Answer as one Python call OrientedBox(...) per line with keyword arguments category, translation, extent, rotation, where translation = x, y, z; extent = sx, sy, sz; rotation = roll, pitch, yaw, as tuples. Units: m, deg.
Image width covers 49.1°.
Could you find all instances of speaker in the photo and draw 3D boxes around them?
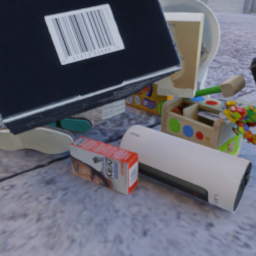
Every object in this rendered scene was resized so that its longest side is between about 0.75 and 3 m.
OrientedBox(category="speaker", translation=(1.279, 0.861, 6.664), extent=(2.963, 1.203, 1.203), rotation=(19, 33, 30))

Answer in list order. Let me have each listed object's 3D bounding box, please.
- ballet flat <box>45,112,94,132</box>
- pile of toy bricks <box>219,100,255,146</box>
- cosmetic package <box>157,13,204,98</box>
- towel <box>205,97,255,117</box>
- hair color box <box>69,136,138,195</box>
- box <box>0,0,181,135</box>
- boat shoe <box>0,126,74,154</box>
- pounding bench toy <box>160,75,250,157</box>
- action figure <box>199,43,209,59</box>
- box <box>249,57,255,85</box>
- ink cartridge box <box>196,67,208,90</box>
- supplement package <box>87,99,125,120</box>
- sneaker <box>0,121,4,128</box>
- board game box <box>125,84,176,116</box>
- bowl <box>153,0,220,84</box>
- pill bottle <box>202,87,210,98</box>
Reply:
OrientedBox(category="ballet flat", translation=(-2.279, -0.346, 9.368), extent=(2.374, 0.808, 0.798), rotation=(11, 38, -1))
OrientedBox(category="pile of toy bricks", translation=(2.461, -0.212, 5.723), extent=(0.608, 1.231, 0.683), rotation=(-24, 39, 43))
OrientedBox(category="cosmetic package", translation=(0.989, -1.391, 5.459), extent=(0.803, 1.526, 0.542), rotation=(7, 37, 17))
OrientedBox(category="towel", translation=(4.099, -0.683, 10.608), extent=(1.891, 0.327, 1.820), rotation=(17, 29, 32))
OrientedBox(category="hair color box", translation=(-0.605, 0.899, 6.881), extent=(1.673, 0.928, 0.535), rotation=(15, 31, 27))
OrientedBox(category="box", translation=(-1.047, -1.109, 4.987), extent=(2.738, 1.697, 2.691), rotation=(-20, 1, -20))
OrientedBox(category="boat shoe", translation=(-2.689, 0.233, 8.241), extent=(2.428, 0.872, 0.723), rotation=(0, 31, 12))
OrientedBox(category="pounding bench toy", translation=(1.981, -0.387, 7.618), extent=(1.553, 2.499, 1.949), rotation=(-24, 37, -38))
OrientedBox(category="action figure", translation=(0.794, -2.240, 6.690), extent=(2.646, 0.918, 1.722), rotation=(17, -4, -14))
OrientedBox(category="box", translation=(3.384, -0.553, 5.830), extent=(0.927, 2.152, 1.762), rotation=(-19, 8, 30))
OrientedBox(category="ink cartridge box", translation=(1.817, -1.554, 8.499), extent=(0.990, 0.580, 1.370), rotation=(23, -5, 14))
OrientedBox(category="supplement package", translation=(-0.997, -1.046, 10.648), extent=(1.130, 0.804, 1.451), rotation=(-24, 37, -37))
OrientedBox(category="sneaker", translation=(-4.180, 0.112, 8.370), extent=(0.522, 0.837, 1.562), rotation=(14, 27, -4))
OrientedBox(category="board game box", translation=(1.232, -1.982, 10.963), extent=(2.143, 2.145, 2.143), rotation=(21, 34, 34))
OrientedBox(category="bowl", translation=(1.215, -2.106, 7.389), extent=(2.326, 2.326, 1.045), rotation=(12, -4, 21))
OrientedBox(category="pill bottle", translation=(3.015, -1.317, 11.422), extent=(0.569, 0.569, 1.013), rotation=(5, 28, 9))
